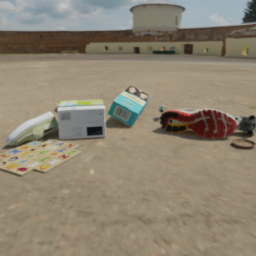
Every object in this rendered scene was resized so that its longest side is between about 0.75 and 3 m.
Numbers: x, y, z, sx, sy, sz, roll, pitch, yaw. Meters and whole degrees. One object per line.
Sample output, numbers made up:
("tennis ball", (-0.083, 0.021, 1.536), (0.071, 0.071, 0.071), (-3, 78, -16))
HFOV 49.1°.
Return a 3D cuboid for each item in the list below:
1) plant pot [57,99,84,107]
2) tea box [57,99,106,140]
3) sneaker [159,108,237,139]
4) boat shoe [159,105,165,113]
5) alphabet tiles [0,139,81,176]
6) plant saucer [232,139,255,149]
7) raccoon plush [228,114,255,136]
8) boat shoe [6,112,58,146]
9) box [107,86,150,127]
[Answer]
("plant pot", (-2.614, -1.145, 14.779), (2.217, 0.305, 2.217), (0, 17, 0))
("tea box", (-1.786, -0.380, 10.902), (1.728, 1.154, 1.700), (-3, 17, -9))
("sneaker", (2.734, -0.343, 10.899), (2.858, 1.113, 1.174), (10, 19, 28))
("boat shoe", (1.523, -0.815, 12.769), (0.273, 0.235, 0.758), (21, -14, 4))
("alphabet tiles", (-2.814, 0.850, 8.813), (2.094, 0.080, 2.516), (10, 20, 27))
("plant saucer", (3.979, 0.557, 9.667), (0.775, 0.134, 0.775), (1, 17, 0))
("raccoon plush", (4.491, -0.076, 11.038), (1.046, 0.755, 1.561), (11, -9, 35))
("boat shoe", (-3.361, 0.094, 10.157), (0.682, 0.791, 2.198), (46, 42, 2))
("box", (0.127, -1.083, 12.882), (1.199, 0.716, 2.915), (28, 26, 3))
